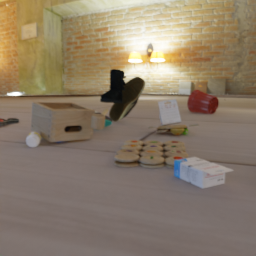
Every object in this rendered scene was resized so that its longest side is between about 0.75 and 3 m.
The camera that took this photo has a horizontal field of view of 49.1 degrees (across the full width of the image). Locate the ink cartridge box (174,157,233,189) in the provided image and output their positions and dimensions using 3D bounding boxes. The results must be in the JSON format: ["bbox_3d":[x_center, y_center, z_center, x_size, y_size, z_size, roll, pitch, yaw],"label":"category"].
[{"bbox_3d":[1.572,0.959,5.933,0.651,0.381,1.122,-5,11,-29],"label":"ink cartridge box"}]

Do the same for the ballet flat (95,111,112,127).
[{"bbox_3d":[-1.901,-0.421,12.287,2.640,0.965,0.965,-9,12,-37],"label":"ballet flat"}]

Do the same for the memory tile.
[{"bbox_3d":[0.705,0.688,8.119,2.017,0.221,2.631,1,10,7],"label":"memory tile"}]

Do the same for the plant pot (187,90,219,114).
[{"bbox_3d":[5.124,-1.661,18.948,1.609,1.609,1.565,-7,20,-37],"label":"plant pot"}]

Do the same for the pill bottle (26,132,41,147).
[{"bbox_3d":[-3.141,0.394,9.274,0.432,0.432,0.828,-2,9,-13],"label":"pill bottle"}]

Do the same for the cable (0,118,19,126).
[{"bbox_3d":[-6.083,-0.397,13.736,1.065,0.552,2.193,4,10,25],"label":"cable"}]

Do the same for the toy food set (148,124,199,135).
[{"bbox_3d":[1.793,0.103,11.395,1.953,0.392,1.348,-3,-2,0],"label":"toy food set"}]

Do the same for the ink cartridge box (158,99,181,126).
[{"bbox_3d":[1.757,-0.662,12.112,0.850,1.049,0.263,-9,-13,-8],"label":"ink cartridge box"}]

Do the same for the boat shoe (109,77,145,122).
[{"bbox_3d":[0.002,-1.506,14.517,1.004,2.743,0.889,48,26,14],"label":"boat shoe"}]

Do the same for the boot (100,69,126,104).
[{"bbox_3d":[-0.610,-1.717,11.539,0.628,1.392,1.698,6,7,22],"label":"boot"}]

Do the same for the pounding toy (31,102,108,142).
[{"bbox_3d":[-1.796,-0.097,10.071,2.396,1.248,2.728,-3,16,-40],"label":"pounding toy"}]
